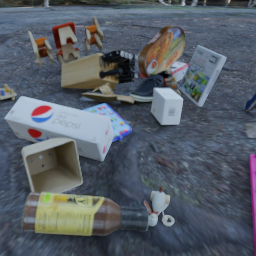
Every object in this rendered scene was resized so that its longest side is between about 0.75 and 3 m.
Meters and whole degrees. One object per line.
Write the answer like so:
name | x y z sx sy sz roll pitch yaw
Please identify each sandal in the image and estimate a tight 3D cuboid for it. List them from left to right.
sandal | -0.612 -1.185 9.226 1.751 0.576 0.642 10 -9 16

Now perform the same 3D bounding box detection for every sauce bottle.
sauce bottle | -0.650 1.410 4.513 1.938 0.627 0.627 7 27 -10

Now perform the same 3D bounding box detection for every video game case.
video game case | 2.205 -1.639 8.610 0.184 1.527 1.675 15 22 -19

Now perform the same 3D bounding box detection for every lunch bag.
lunch bag | -0.589 -0.052 7.500 0.958 0.599 1.273 -22 45 -40

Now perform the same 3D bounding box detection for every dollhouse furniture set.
dollhouse furniture set | -2.515 -3.418 11.328 2.620 1.350 2.592 -19 -10 -13

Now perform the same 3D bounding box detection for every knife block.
knife block | -1.063 -1.978 9.475 2.716 0.869 2.385 1 -5 -2

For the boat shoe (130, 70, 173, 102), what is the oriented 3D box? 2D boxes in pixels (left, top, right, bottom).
boat shoe | 0.871 -1.509 9.900 0.876 0.731 2.347 21 35 35

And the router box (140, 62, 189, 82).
router box | 1.613 -2.429 11.949 1.549 0.422 1.726 18 33 30

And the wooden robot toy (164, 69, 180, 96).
wooden robot toy | 1.503 -1.448 9.531 0.492 1.116 0.506 -14 37 11

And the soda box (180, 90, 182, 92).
soda box | 2.261 -1.519 10.174 0.758 0.259 0.240 -3 36 36

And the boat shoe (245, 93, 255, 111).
boat shoe | 3.886 -0.753 8.509 0.335 0.925 0.334 9 67 -1

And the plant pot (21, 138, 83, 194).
plant pot | -1.627 0.723 5.646 0.992 0.991 0.878 -19 23 -32

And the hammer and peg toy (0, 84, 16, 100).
hammer and peg toy | -4.487 -1.100 9.526 1.137 0.401 0.836 -22 37 -35

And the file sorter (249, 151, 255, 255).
file sorter | 3.216 0.710 4.679 1.901 1.715 2.735 7 29 18

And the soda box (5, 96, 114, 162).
soda box | -1.588 -0.005 6.601 2.383 0.812 0.759 13 57 15

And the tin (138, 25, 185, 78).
tin | 1.315 -2.890 10.747 2.394 1.340 0.501 -49 39 -17

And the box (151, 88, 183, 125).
box | 1.108 -0.645 8.180 0.546 0.782 1.027 -1 25 -13

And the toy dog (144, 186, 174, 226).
toy dog | 0.537 1.348 4.997 0.515 0.376 0.780 -1 28 -1
